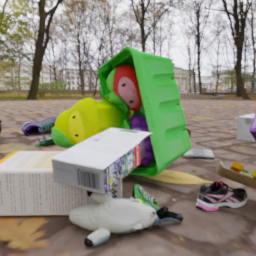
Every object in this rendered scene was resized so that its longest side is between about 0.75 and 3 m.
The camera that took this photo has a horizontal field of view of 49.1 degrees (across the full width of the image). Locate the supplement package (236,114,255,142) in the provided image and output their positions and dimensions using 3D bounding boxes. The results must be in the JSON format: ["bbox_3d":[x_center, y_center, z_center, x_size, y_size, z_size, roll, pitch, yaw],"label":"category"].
[{"bbox_3d":[5.636,-0.031,12.343,1.049,1.036,1.729,8,11,42],"label":"supplement package"}]

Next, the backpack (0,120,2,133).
[{"bbox_3d":[-6.273,-0.369,10.709,2.273,2.201,2.709,-2,9,1],"label":"backpack"}]

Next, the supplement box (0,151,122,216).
[{"bbox_3d":[-1.313,1.038,5.563,2.380,0.875,1.500,0,9,-2],"label":"supplement box"}]

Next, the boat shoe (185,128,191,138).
[{"bbox_3d":[1.703,0.280,11.540,1.849,0.659,0.597,-4,9,-20],"label":"boat shoe"}]

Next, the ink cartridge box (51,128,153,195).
[{"bbox_3d":[-0.341,0.472,4.836,0.969,0.448,1.778,7,18,27],"label":"ink cartridge box"}]

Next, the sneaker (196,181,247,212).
[{"bbox_3d":[1.856,1.263,5.422,1.150,0.497,0.462,-4,11,-29],"label":"sneaker"}]

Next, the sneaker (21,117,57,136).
[{"bbox_3d":[-4.068,0.022,13.597,2.053,0.764,0.899,-15,24,-22],"label":"sneaker"}]

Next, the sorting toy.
[{"bbox_3d":[2.166,0.872,4.986,1.130,0.203,1.516,23,-10,20],"label":"sorting toy"}]

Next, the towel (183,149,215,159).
[{"bbox_3d":[2.359,0.835,9.410,1.000,0.179,1.039,2,8,11],"label":"towel"}]

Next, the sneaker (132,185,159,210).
[{"bbox_3d":[0.302,1.384,5.213,0.424,0.389,0.996,3,17,-10],"label":"sneaker"}]

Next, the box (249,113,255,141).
[{"bbox_3d":[4.806,0.111,10.131,0.235,0.821,1.201,2,-32,48],"label":"box"}]

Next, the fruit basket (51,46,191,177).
[{"bbox_3d":[-0.291,-0.219,6.728,3.102,3.102,2.238,-4,-4,-28],"label":"fruit basket"}]

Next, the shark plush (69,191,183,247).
[{"bbox_3d":[-0.022,1.356,4.587,1.835,0.833,0.764,-7,-21,-15],"label":"shark plush"}]

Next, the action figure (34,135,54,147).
[{"bbox_3d":[-2.937,0.431,11.297,0.899,0.416,1.523,-15,-4,27],"label":"action figure"}]
